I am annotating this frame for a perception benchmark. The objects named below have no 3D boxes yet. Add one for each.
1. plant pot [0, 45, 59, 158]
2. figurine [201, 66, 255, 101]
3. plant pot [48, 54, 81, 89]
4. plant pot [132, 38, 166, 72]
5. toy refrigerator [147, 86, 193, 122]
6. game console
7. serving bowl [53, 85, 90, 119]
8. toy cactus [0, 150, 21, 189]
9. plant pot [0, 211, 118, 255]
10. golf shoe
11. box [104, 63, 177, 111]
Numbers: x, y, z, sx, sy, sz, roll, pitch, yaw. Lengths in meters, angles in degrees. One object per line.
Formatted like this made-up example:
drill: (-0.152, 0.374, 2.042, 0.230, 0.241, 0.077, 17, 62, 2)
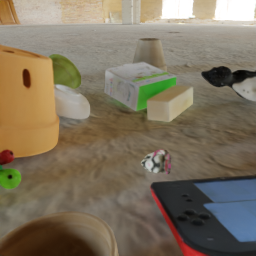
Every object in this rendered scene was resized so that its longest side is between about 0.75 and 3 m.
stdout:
plant pot: (-2.794, -0.767, 6.125, 2.744, 1.921, 2.744, 13, 15, -4)
figurine: (3.702, -1.212, 8.369, 2.294, 1.012, 2.351, 6, 20, -26)
plant pot: (-2.535, -1.516, 9.386, 1.409, 1.409, 1.338, 13, 49, 26)
plant pot: (0.989, -3.464, 13.432, 1.745, 1.514, 1.745, -1, 25, 0)
toy refrigerator: (1.324, -0.761, 8.557, 0.704, 0.649, 1.854, 8, 24, 31)
game console: (1.840, 1.147, 4.017, 2.707, 0.420, 2.394, -2, 12, -7)
serving bowl: (-1.849, -0.864, 8.160, 1.665, 0.548, 1.665, 21, 16, -6)
toy cactus: (-3.165, 0.651, 5.021, 2.570, 1.314, 2.121, -10, 15, -1)
plant pot: (-0.811, 1.652, 3.007, 1.516, 0.700, 1.516, -9, 21, 4)
golf shoe: (0.514, 0.608, 5.291, 0.521, 0.411, 1.132, 4, -3, 4)
box: (0.404, -1.506, 9.560, 1.860, 0.899, 1.641, -22, 41, -39)
